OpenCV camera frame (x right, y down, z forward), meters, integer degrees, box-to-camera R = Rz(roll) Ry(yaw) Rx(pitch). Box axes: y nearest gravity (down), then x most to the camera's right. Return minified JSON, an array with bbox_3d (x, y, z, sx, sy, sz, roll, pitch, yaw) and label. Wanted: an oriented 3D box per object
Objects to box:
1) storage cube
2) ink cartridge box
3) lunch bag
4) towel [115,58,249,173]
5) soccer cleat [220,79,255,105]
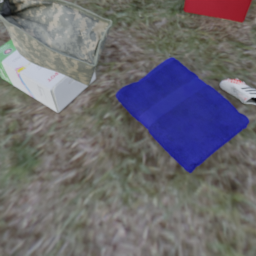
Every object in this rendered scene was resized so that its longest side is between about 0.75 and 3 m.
[{"bbox_3d":[3.278,-5.311,9.543,2.474,2.224,2.115,15,56,12],"label":"storage cube"},{"bbox_3d":[-2.260,-1.671,7.676,2.259,0.988,1.641,28,60,21],"label":"ink cartridge box"},{"bbox_3d":[-0.946,-1.156,3.593,1.263,1.036,0.743,20,82,-9],"label":"lunch bag"},{"bbox_3d":[1.285,-0.418,7.032,2.070,0.695,2.803,-35,61,-15],"label":"towel"},{"bbox_3d":[3.058,-0.921,7.492,1.269,0.436,0.541,25,54,11],"label":"soccer cleat"}]
